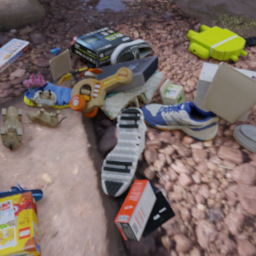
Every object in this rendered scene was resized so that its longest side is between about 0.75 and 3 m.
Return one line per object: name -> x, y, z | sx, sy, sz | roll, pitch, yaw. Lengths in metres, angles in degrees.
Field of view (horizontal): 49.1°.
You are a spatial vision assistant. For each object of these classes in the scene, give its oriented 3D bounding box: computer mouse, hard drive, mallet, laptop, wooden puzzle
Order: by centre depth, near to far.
laptop -> 0.471, 2.239, 7.956 | 1.135, 0.661, 1.280 | -28, 79, -23
hard drive -> -0.380, -1.955, 10.648 | 2.893, 0.612, 1.951 | -5, 29, 30
wooden puzzle -> -2.618, -2.407, 10.808 | 0.194, 1.661, 1.120 | 30, 49, 19
mallet -> -2.124, -2.570, 12.302 | 1.302, 0.268, 0.429 | -16, 49, -11
computer mouse -> 6.196, -4.265, 13.851 | 1.252, 0.330, 0.867 | -13, 48, 3

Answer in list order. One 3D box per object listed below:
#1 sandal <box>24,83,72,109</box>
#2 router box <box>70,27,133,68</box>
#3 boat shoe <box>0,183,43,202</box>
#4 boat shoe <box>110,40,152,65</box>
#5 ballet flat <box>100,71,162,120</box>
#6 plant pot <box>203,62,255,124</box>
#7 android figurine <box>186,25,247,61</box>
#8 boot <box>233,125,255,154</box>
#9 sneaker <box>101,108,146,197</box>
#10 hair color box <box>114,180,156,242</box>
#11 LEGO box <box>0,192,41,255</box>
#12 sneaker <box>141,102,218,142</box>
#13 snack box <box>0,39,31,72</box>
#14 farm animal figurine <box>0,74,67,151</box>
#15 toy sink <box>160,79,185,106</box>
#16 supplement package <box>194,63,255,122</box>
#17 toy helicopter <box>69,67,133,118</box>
sandal -> -2.960, -1.314, 10.675 | 2.150, 0.936, 0.854 | -1, 45, -3
router box -> -1.188, -3.791, 12.911 | 1.767, 0.733, 2.358 | 34, 49, 27
boat shoe -> -3.235, 1.863, 7.890 | 1.618, 0.681, 0.555 | -6, 52, -8
boat shoe -> 0.207, -3.390, 12.635 | 0.822, 0.835, 2.317 | 30, 52, 30
ballet flat -> 0.279, -1.166, 10.692 | 2.924, 1.049, 1.049 | -30, 54, -21
plant pot -> 3.201, -1.044, 8.734 | 1.544, 1.367, 1.542 | 32, 24, 10
android figurine -> 4.263, -4.045, 13.419 | 2.663, 0.601, 2.926 | -30, 53, -25
boot -> 4.885, 0.332, 8.816 | 2.895, 1.384, 1.065 | 27, 53, 23
sneaker -> 0.010, 0.794, 8.513 | 1.025, 1.106, 2.728 | 9, 68, 24
hair color box -> 0.215, 2.029, 6.997 | 0.420, 0.696, 1.371 | -7, 30, 30
LEGO box -> -3.357, 2.682, 7.037 | 2.067, 0.797, 1.539 | -13, 48, -11
sneaker -> 1.768, -0.515, 9.731 | 2.765, 1.219, 1.041 | 15, 50, 15
snack box -> -5.657, -3.298, 12.914 | 0.919, 0.311, 2.557 | 17, 49, 15
farm animal figurine -> -3.592, -0.513, 9.815 | 2.497, 1.255, 2.016 | -35, 79, -32
toy sink -> 1.669, -1.189, 10.342 | 0.576, 1.028, 0.670 | 17, 59, 34
supplement package -> 3.513, -1.306, 10.237 | 1.951, 1.520, 1.082 | 14, 48, 13
toy helicopter -> -0.956, -1.501, 9.694 | 2.436, 0.961, 1.611 | -22, 67, 21
